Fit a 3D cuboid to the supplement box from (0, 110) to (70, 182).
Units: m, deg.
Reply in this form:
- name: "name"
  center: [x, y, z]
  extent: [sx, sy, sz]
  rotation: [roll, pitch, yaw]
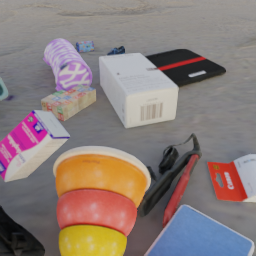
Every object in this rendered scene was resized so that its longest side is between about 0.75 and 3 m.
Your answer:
- name: "supplement box"
  center: [-1.438, 0.263, 4.089]
  extent: [0.506, 0.999, 0.516]
  rotation: [50, 11, 10]

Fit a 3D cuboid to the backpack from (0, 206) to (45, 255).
- name: "backpack"
  center: [-2.578, 1.187, 3.473]
  extent: [2.401, 1.846, 1.958]
  rotation: [44, 8, 30]

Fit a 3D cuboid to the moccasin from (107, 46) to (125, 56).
- name: "moccasin"
  center: [-0.519, -3.160, 11.525]
  extent: [0.386, 0.327, 0.958]
  rotation: [22, 39, 29]

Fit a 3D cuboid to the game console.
- name: "game console"
  center: [1.800, -2.145, 10.032]
  extent: [2.589, 0.402, 2.290]
  rotation: [-20, 43, -26]

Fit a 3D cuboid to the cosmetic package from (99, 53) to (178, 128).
- name: "cosmetic package"
  center: [0.157, -1.204, 7.957]
  extent: [1.428, 1.040, 2.810]
  rotation: [-11, 36, -16]

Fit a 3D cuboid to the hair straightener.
- name: "hair straightener"
  center: [0.771, 0.772, 5.414]
  extent: [0.925, 0.492, 2.403]
  rotation: [16, 41, 23]

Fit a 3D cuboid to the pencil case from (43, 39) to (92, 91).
- name: "pencil case"
  center: [-2.044, -2.037, 9.208]
  extent: [1.178, 1.157, 2.756]
  rotation: [-41, 37, 5]

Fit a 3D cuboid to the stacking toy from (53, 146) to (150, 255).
- name: "stacking toy"
  center: [-0.514, 1.462, 3.959]
  extent: [1.554, 1.554, 2.127]
  rotation: [4, 51, 5]

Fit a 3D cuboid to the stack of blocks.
- name: "stack of blocks"
  center: [-1.630, -0.771, 7.855]
  extent: [0.788, 0.401, 1.368]
  rotation: [20, 39, 28]

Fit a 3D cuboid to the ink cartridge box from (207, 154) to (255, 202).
- name: "ink cartridge box"
  center: [2.300, 0.926, 5.383]
  extent: [1.328, 0.314, 1.063]
  rotation: [3, 34, 2]

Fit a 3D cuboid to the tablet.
- name: "tablet"
  center: [0.819, 1.971, 3.836]
  extent: [1.217, 0.128, 1.871]
  rotation: [24, 47, 31]

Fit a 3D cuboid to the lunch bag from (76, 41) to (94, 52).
- name: "lunch bag"
  center: [-1.890, -3.566, 12.176]
  extent: [0.661, 0.413, 0.878]
  rotation: [-11, 23, -14]

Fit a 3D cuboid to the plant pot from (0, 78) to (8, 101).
- name: "plant pot"
  center: [-4.991, -1.216, 6.938]
  extent: [2.307, 2.259, 2.265]
  rotation: [-5, 26, 36]
